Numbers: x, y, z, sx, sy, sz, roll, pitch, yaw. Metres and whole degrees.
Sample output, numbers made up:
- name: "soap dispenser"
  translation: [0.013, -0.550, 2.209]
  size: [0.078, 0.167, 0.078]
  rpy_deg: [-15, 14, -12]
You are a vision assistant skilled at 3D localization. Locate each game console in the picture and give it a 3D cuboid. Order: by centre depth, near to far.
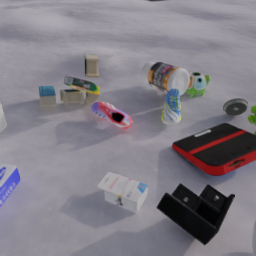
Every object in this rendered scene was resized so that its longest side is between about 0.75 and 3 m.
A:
- name: "game console"
  translation: [2.547, 0.516, 7.711]
  size: [2.083, 0.323, 1.843]
  rpy_deg: [-18, 25, -20]

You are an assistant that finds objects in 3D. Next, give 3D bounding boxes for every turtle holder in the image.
- name: "turtle holder"
  translation: [2.660, -1.696, 10.700]
  size: [1.099, 0.780, 0.835]
  rpy_deg: [0, 34, 0]

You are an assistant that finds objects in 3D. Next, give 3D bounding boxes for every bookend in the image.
- name: "bookend"
  translation: [1.406, 1.516, 5.747]
  size: [1.154, 0.535, 1.161]
  rpy_deg: [35, 41, 18]

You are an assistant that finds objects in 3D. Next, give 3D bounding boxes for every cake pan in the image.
- name: "cake pan"
  translation: [3.564, -0.671, 9.288]
  size: [0.785, 0.785, 0.144]
  rpy_deg: [2, 54, 3]

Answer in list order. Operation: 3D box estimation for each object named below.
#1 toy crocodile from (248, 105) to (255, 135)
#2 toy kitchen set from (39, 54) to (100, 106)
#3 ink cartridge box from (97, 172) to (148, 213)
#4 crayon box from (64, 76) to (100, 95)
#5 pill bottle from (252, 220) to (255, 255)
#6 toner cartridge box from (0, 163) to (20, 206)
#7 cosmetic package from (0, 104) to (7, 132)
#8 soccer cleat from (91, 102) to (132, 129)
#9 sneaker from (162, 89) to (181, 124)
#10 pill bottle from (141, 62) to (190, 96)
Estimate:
- name: "toy crocodile"
  translation: [3.875, -0.065, 8.114]
  size: [0.415, 0.454, 1.344]
  rpy_deg: [7, 61, -40]
- name: "toy kitchen set"
  translation: [-2.136, -1.772, 9.968]
  size: [2.049, 1.642, 1.207]
  rpy_deg: [-5, 22, -17]
- name: "ink cartridge box"
  translation: [-0.136, 1.470, 6.504]
  size: [1.040, 0.353, 0.598]
  rpy_deg: [16, 38, 22]
- name: "crayon box"
  translation: [-1.511, -1.395, 9.275]
  size: [0.952, 0.278, 0.822]
  rpy_deg: [15, -3, 15]
- name: "pill bottle"
  translation: [3.331, 2.146, 4.919]
  size: [1.936, 1.053, 1.053]
  rpy_deg: [5, 35, 6]
- name: "toner cartridge box"
  translation: [-3.435, 1.659, 6.115]
  size: [1.058, 0.481, 2.228]
  rpy_deg: [7, 35, 10]
- name: "cosmetic package"
  translation: [-4.524, 0.024, 7.872]
  size: [0.937, 1.189, 2.210]
  rpy_deg: [8, 34, 11]
- name: "soccer cleat"
  translation: [-0.577, -0.472, 8.851]
  size: [1.654, 0.633, 0.552]
  rpy_deg: [30, 86, 29]
- name: "sneaker"
  translation: [1.400, -0.770, 9.168]
  size: [0.627, 0.869, 1.655]
  rpy_deg: [-3, 26, 11]
- name: "pill bottle"
  translation: [1.357, -1.912, 10.607]
  size: [1.047, 1.047, 1.800]
  rpy_deg: [-22, 34, -29]
